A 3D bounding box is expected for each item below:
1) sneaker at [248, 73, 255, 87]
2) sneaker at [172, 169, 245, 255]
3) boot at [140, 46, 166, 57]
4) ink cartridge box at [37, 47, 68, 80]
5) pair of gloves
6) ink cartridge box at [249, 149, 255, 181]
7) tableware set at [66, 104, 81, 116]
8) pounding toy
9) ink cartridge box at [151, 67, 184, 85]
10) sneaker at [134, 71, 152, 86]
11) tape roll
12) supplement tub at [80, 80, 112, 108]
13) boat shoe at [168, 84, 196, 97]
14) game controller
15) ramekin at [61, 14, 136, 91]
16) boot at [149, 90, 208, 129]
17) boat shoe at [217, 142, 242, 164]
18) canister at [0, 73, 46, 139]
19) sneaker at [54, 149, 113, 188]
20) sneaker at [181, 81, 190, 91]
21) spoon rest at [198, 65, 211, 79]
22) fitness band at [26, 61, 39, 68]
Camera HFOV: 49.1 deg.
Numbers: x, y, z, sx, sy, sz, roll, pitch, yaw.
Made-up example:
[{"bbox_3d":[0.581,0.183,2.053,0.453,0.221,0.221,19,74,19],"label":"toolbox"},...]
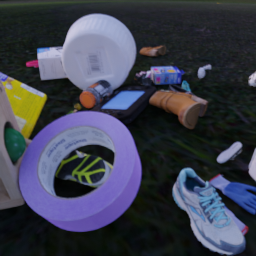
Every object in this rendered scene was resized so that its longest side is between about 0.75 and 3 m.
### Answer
[{"bbox_3d":[5.373,-2.058,11.645,0.727,0.608,1.642,-28,-5,33],"label":"sneaker"},{"bbox_3d":[1.397,1.449,5.089,0.692,0.769,1.782,-16,37,-23],"label":"sneaker"},{"bbox_3d":[1.430,-4.429,16.009,1.095,0.522,1.416,15,30,34],"label":"boot"},{"bbox_3d":[-2.887,-3.085,13.083,2.460,1.036,1.779,-9,31,-15],"label":"ink cartridge box"},{"bbox_3d":[2.081,1.567,5.813,1.669,0.190,1.342,-23,38,-34],"label":"pair of gloves"},{"bbox_3d":[3.742,0.870,4.981,1.196,2.119,2.887,-1,31,-13],"label":"ink cartridge box"},{"bbox_3d":[-1.690,-0.356,8.714,0.796,0.181,1.182,-27,31,18],"label":"tableware set"},{"bbox_3d":[-3.083,0.415,5.790,2.798,2.576,1.989,-10,35,-7],"label":"pounding toy"},{"bbox_3d":[1.745,-2.312,12.285,1.362,0.520,0.929,-2,30,-8],"label":"ink cartridge box"},{"bbox_3d":[0.603,-1.976,11.560,0.723,0.672,1.674,0,13,6],"label":"sneaker"},{"bbox_3d":[-0.923,0.801,5.595,2.300,0.754,2.300,-7,55,9],"label":"tape roll"},{"bbox_3d":[-1.153,-1.214,10.108,0.749,0.749,1.222,14,33,23],"label":"supplement tub"},{"bbox_3d":[2.058,-1.331,10.676,0.444,0.378,1.327,-27,39,-36],"label":"boat shoe"},{"bbox_3d":[-0.137,-0.850,9.566,1.547,0.624,2.965,12,31,21],"label":"game controller"},{"bbox_3d":[-1.162,-2.708,10.764,2.840,2.840,1.384,2,38,4],"label":"ramekin"},{"bbox_3d":[1.468,-0.684,9.007,1.742,0.830,2.252,19,19,22],"label":"boot"},{"bbox_3d":[2.639,0.700,7.175,0.773,0.274,0.279,-36,20,-6],"label":"boat shoe"},{"bbox_3d":[-3.871,-0.730,7.392,2.933,1.269,2.178,26,34,-18],"label":"canister"},{"bbox_3d":[-1.046,0.978,6.425,2.089,0.798,0.788,14,72,48],"label":"sneaker"},{"bbox_3d":[2.297,-1.606,11.205,0.331,0.340,0.853,-2,30,-2],"label":"sneaker"},{"bbox_3d":[3.320,-2.500,12.383,0.278,0.456,0.917,15,42,42],"label":"spoon rest"},{"bbox_3d":[-4.711,-3.263,14.304,0.932,0.174,0.669,-24,35,-37],"label":"fitness band"}]
